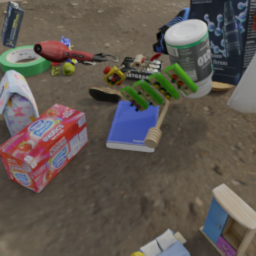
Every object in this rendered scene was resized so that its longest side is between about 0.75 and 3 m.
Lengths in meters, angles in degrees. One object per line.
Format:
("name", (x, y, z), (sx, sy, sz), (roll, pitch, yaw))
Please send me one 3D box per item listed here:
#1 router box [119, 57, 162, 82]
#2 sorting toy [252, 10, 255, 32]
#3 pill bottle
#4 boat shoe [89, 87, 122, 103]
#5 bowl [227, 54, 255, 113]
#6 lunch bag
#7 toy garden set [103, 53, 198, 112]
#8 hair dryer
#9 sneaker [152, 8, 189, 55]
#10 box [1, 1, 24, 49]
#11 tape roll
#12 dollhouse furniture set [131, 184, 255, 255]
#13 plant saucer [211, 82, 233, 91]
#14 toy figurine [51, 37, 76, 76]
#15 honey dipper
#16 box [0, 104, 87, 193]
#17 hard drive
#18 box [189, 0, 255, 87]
("router box", (0.587, -2.775, 13.271), (1.883, 0.481, 1.404), (10, 40, 11))
("sorting toy", (4.178, -3.105, 7.486), (2.014, 1.210, 0.827), (-7, 72, -30))
("pill bottle", (1.782, -1.882, 7.937), (1.120, 1.981, 1.120), (-13, 44, 13))
("boat shoe", (-0.927, -1.403, 11.648), (1.407, 0.532, 0.520), (16, 36, 6))
("bowl", (3.417, -1.406, 6.464), (0.851, 2.277, 2.281), (35, 39, 20))
("lunch bag", (-3.880, -0.829, 9.754), (1.245, 1.959, 1.661), (-15, 43, -18))
("toy garden set", (0.435, -1.157, 7.395), (2.109, 1.758, 0.421), (-18, 40, 47))
("hair dryer", (-1.653, -2.265, 8.326), (2.362, 0.642, 1.799), (-5, 9, -34))
("sneaker", (1.617, -3.548, 10.127), (1.007, 0.907, 2.586), (7, 48, 18))
("box", (-2.807, -2.494, 6.748), (0.293, 0.906, 1.149), (11, 24, -31))
("tape roll", (-5.066, -3.337, 13.896), (2.374, 0.571, 2.374), (0, 39, 0))
("dollhouse furniture set", (1.576, 2.783, 5.652), (2.476, 1.615, 2.337), (-22, 44, -24))
("plant saucer", (3.974, -2.104, 12.605), (1.682, 0.298, 1.682), (0, 40, 0))
("toy figurine", (-3.225, -3.705, 13.686), (1.236, 1.404, 2.344), (-3, 39, -4))
("honey dipper", (0.864, -0.233, 7.537), (0.357, 0.357, 1.881), (13, 47, 15))
("box", (-2.476, 0.527, 8.643), (1.226, 1.281, 2.569), (19, 43, 21))
("hard drive", (0.242, -0.134, 10.206), (1.603, 0.308, 2.429), (5, 40, 7))
("box", (3.095, -2.847, 8.747), (1.444, 2.697, 2.002), (-18, 26, -35))
